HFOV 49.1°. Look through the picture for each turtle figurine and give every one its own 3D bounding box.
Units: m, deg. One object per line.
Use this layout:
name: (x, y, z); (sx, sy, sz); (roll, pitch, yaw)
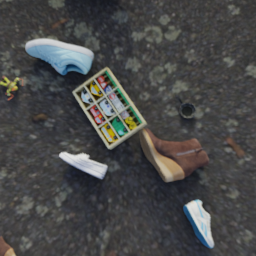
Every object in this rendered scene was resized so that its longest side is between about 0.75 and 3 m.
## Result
turtle figurine: (-4.637, -1.625, 10.873); (0.808, 0.323, 1.002); (27, 79, 6)

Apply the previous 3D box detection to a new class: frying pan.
frying pan: (2.107, -0.761, 10.765); (1.028, 0.167, 0.622); (32, 79, 9)

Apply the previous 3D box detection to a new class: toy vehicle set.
toy vehicle set: (-0.712, -0.737, 10.414); (1.642, 0.350, 2.643); (-36, 77, 6)

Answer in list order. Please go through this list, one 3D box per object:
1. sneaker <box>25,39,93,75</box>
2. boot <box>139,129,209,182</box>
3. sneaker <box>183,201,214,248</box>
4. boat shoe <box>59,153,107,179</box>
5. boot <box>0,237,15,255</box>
sneaker: (-2.719, -2.647, 10.769); (2.636, 0.974, 1.080); (8, 73, 2)
boot: (1.641, 0.758, 10.248); (1.893, 0.824, 2.276); (-21, 66, -21)
sneaker: (2.562, 3.307, 9.624); (0.654, 0.619, 1.618); (-22, 81, -17)
boat shoe: (-1.601, 1.234, 10.103); (1.770, 0.651, 0.578); (26, 75, 2)
boot: (-4.471, 4.464, 9.552); (0.972, 0.423, 1.168); (40, 81, 20)
